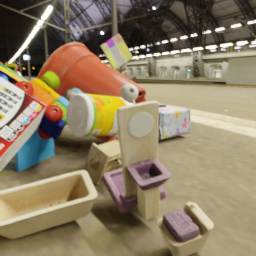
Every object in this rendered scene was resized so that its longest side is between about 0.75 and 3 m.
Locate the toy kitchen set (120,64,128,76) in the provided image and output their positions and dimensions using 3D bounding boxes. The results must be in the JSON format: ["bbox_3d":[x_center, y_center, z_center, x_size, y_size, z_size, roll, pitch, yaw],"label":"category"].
[{"bbox_3d":[-0.473,-2.508,12.229,0.813,0.651,0.479,-31,27,-31],"label":"toy kitchen set"}]

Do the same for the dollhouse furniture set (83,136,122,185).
[{"bbox_3d":[0.029,0.951,6.681,1.428,0.898,1.614,34,27,25],"label":"dollhouse furniture set"}]

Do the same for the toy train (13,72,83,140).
[{"bbox_3d":[-2.546,-1.070,7.634,2.707,1.146,1.566,39,48,-1],"label":"toy train"}]

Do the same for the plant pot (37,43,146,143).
[{"bbox_3d":[-1.109,-0.991,9.623,2.852,2.933,2.933,30,22,18],"label":"plant pot"}]

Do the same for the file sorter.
[{"bbox_3d":[-2.934,0.406,7.856,0.954,1.079,1.556,4,12,19],"label":"file sorter"}]

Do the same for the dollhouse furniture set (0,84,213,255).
[{"bbox_3d":[-0.630,0.674,3.937,2.885,2.048,2.286,-13,28,-18],"label":"dollhouse furniture set"}]

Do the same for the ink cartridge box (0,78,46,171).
[{"bbox_3d":[-3.209,-0.103,6.029,1.895,0.905,2.158,32,43,-6],"label":"ink cartridge box"}]

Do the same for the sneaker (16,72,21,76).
[{"bbox_3d":[-4.280,-0.884,11.257,1.109,2.757,1.219,-18,-23,9],"label":"sneaker"}]

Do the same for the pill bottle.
[{"bbox_3d":[-0.543,-0.296,7.069,1.811,1.005,1.005,0,9,-44],"label":"pill bottle"}]

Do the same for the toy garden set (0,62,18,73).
[{"bbox_3d":[-5.039,-1.328,9.896,0.521,2.611,2.177,18,11,36],"label":"toy garden set"}]

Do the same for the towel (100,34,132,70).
[{"bbox_3d":[-0.470,-3.150,11.680,0.186,1.176,1.638,-15,24,40],"label":"towel"}]

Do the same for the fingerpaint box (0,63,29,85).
[{"bbox_3d":[-4.121,-0.889,8.688,0.951,2.163,2.593,-16,-20,14],"label":"fingerpaint box"}]

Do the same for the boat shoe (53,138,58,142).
[{"bbox_3d":[-2.504,-0.197,8.865,0.621,1.658,0.513,-16,50,-21],"label":"boat shoe"}]

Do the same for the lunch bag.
[{"bbox_3d":[1.141,-0.279,10.805,1.660,1.244,1.957,-9,9,-36],"label":"lunch bag"}]
